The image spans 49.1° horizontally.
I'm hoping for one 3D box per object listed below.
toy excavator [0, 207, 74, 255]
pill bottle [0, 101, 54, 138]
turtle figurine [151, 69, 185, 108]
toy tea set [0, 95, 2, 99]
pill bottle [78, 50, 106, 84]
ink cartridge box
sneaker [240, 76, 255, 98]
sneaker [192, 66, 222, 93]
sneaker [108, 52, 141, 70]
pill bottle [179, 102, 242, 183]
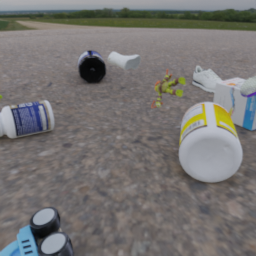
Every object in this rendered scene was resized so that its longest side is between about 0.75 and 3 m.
[{"bbox_3d":[-1.578,2.318,3.877,1.941,0.970,1.888,-24,30,-19],"label":"toy excavator"},{"bbox_3d":[-3.474,-0.247,9.139,1.877,1.043,1.043,-13,28,-27],"label":"pill bottle"},{"bbox_3d":[1.277,-1.382,9.202,0.502,1.557,1.256,35,-18,-32],"label":"turtle figurine"},{"bbox_3d":[-4.486,-0.080,8.768,0.824,1.324,2.227,24,39,-3],"label":"toy tea set"},{"bbox_3d":[-2.097,-3.559,15.910,1.507,1.507,2.694,-4,25,-8],"label":"pill bottle"},{"bbox_3d":[4.279,-0.940,10.310,1.356,1.333,1.842,-15,28,-30],"label":"ink cartridge box"},{"bbox_3d":[4.224,-1.282,8.744,1.691,0.841,0.588,-35,36,-14],"label":"sneaker"},{"bbox_3d":[4.109,-2.430,14.132,0.892,0.939,2.334,-12,28,-28],"label":"sneaker"},{"bbox_3d":[-0.200,-3.269,13.338,1.156,0.737,2.000,25,21,17],"label":"sneaker"},{"bbox_3d":[2.168,0.203,7.651,1.458,1.458,2.669,5,24,11],"label":"pill bottle"}]
